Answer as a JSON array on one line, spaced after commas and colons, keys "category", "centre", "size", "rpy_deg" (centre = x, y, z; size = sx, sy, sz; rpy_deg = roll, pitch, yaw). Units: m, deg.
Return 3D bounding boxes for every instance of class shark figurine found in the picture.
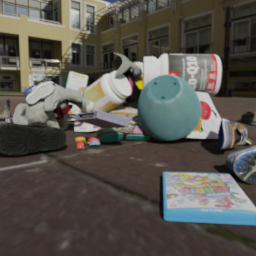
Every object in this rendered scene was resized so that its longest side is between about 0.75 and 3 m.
[{"category": "shark figurine", "centre": [0.115, -2.154, 12.174], "size": [1.840, 1.285, 3.080], "rpy_deg": [9, -3, -6]}]

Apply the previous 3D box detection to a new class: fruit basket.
[{"category": "fruit basket", "centre": [2.212, -0.462, 9.836], "size": [2.358, 2.184, 1.106], "rpy_deg": [5, -39, -28]}]

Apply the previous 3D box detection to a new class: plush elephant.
[{"category": "plush elephant", "centre": [-2.814, -0.624, 10.102], "size": [2.168, 2.632, 2.038], "rpy_deg": [-23, 34, 28]}]

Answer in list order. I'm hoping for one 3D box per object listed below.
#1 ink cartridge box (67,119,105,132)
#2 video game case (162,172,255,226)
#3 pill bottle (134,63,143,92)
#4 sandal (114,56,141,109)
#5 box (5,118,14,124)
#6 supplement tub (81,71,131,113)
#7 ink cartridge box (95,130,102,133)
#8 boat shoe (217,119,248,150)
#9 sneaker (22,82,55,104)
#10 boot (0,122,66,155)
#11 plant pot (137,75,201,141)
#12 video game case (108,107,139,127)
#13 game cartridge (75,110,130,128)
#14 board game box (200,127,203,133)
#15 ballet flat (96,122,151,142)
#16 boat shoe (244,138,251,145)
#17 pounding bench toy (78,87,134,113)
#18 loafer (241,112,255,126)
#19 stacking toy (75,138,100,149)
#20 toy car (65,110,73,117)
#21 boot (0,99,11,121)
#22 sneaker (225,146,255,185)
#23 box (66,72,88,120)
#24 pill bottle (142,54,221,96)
[{"category": "ink cartridge box", "centre": [-1.565, -0.137, 11.385], "size": [0.923, 0.530, 1.575], "rpy_deg": [0, 5, 44]}, {"category": "video game case", "centre": [1.230, 1.084, 4.644], "size": [1.303, 0.162, 1.820], "rpy_deg": [1, 9, 6]}, {"category": "pill bottle", "centre": [0.465, -2.213, 13.987], "size": [1.020, 1.957, 1.020], "rpy_deg": [11, 1, 0]}, {"category": "sandal", "centre": [-0.106, -1.874, 11.925], "size": [0.894, 2.381, 0.537], "rpy_deg": [-12, 15, 36]}, {"category": "box", "centre": [-5.302, -0.412, 14.370], "size": [1.086, 0.274, 1.520], "rpy_deg": [6, 9, 36]}, {"category": "supplement tub", "centre": [-0.907, -1.385, 11.517], "size": [1.838, 1.327, 1.327], "rpy_deg": [-29, -9, 33]}, {"category": "ink cartridge box", "centre": [-0.266, -0.076, 11.370], "size": [1.860, 0.446, 1.354], "rpy_deg": [-4, 6, -30]}, {"category": "boat shoe", "centre": [2.963, 0.146, 7.920], "size": [0.737, 0.736, 2.037], "rpy_deg": [11, 18, 16]}, {"category": "sneaker", "centre": [-2.966, -1.320, 9.297], "size": [1.106, 0.446, 0.810], "rpy_deg": [-34, 43, 4]}, {"category": "boot", "centre": [-2.973, 0.228, 7.906], "size": [2.115, 0.796, 1.581], "rpy_deg": [6, 5, -39]}, {"category": "plant pot", "centre": [1.188, -0.833, 8.603], "size": [2.059, 2.059, 1.387], "rpy_deg": [2, -27, 15]}, {"category": "video game case", "centre": [0.145, -0.445, 11.112], "size": [1.857, 0.227, 2.597], "rpy_deg": [7, 14, 13]}, {"category": "game cartridge", "centre": [-0.767, -0.231, 8.079], "size": [1.052, 0.312, 1.623], "rpy_deg": [12, -7, -31]}, {"category": "board game box", "centre": [2.834, 0.009, 11.123], "size": [1.492, 0.380, 2.204], "rpy_deg": [2, 9, 12]}, {"category": "ballet flat", "centre": [-0.153, 0.102, 9.331], "size": [1.881, 0.669, 0.650], "rpy_deg": [-1, -29, -12]}, {"category": "boat shoe", "centre": [3.556, 0.247, 9.041], "size": [0.416, 0.368, 1.136], "rpy_deg": [32, 1, -25]}, {"category": "pounding bench toy", "centre": [-0.886, -1.104, 13.806], "size": [2.907, 1.806, 2.268], "rpy_deg": [-2, 8, -14]}, {"category": "loafer", "centre": [6.158, -0.545, 13.960], "size": [0.739, 0.647, 2.057], "rpy_deg": [1, 8, 7]}, {"category": "stacking toy", "centre": [-1.245, 0.529, 8.490], "size": [0.758, 0.320, 0.686], "rpy_deg": [0, -18, -18]}, {"category": "toy car", "centre": [-3.045, -0.735, 12.411], "size": [1.155, 1.064, 1.021], "rpy_deg": [-3, 47, -19]}, {"category": "boot", "centre": [-6.803, -1.011, 15.476], "size": [0.582, 1.124, 1.720], "rpy_deg": [-3, 9, -17]}, {"category": "sneaker", "centre": [2.994, 0.614, 5.812], "size": [2.096, 0.807, 0.893], "rpy_deg": [-2, 4, -14]}, {"category": "box", "centre": [-2.834, -1.623, 14.617], "size": [0.988, 2.401, 0.590], "rpy_deg": [12, -3, -18]}, {"category": "pill bottle", "centre": [2.071, -2.123, 11.299], "size": [2.929, 1.668, 1.668], "rpy_deg": [1, 8, 1]}]
